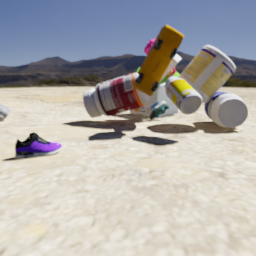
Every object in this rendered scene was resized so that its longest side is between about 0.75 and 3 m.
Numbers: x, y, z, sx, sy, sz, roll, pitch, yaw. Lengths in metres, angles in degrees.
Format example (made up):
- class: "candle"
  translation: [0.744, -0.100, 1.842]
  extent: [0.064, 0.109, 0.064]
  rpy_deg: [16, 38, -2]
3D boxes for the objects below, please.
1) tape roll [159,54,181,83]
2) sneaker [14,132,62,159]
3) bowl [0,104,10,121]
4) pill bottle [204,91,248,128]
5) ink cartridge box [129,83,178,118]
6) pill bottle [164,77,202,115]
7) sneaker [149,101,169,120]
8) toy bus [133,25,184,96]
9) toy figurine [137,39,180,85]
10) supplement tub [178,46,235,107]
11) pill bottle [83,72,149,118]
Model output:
- class: "tape roll"
  translation: [1.513, -2.486, 11.622]
  extent: [0.524, 1.499, 1.499]
  rpy_deg: [44, 14, 0]
- class: "sneaker"
  translation: [-2.318, 0.411, 7.293]
  extent: [1.242, 0.618, 0.432]
  rpy_deg: [-9, 13, -35]
- class: "bowl"
  translation: [-5.833, -0.603, 12.558]
  extent: [1.013, 0.476, 1.013]
  rpy_deg: [-11, -30, -6]
- class: "pill bottle"
  translation: [3.967, -0.755, 11.460]
  extent: [1.362, 1.362, 2.354]
  rpy_deg: [1, 11, 5]
- class: "ink cartridge box"
  translation: [1.288, -1.543, 14.637]
  extent: [1.591, 1.619, 2.199]
  rpy_deg: [-14, 18, -38]
- class: "pill bottle"
  translation: [1.771, -1.127, 9.351]
  extent: [0.792, 0.792, 1.449]
  rpy_deg: [-5, 39, -23]
- class: "sneaker"
  translation: [1.453, -0.766, 13.028]
  extent: [1.121, 0.435, 0.511]
  rpy_deg: [-45, 49, -8]
- class: "toy bus"
  translation: [1.046, -2.434, 10.237]
  extent: [0.806, 2.477, 0.970]
  rpy_deg: [27, 8, -14]
- class: "toy figurine"
  translation: [1.434, -3.057, 12.533]
  extent: [2.075, 1.910, 1.558]
  rpy_deg: [10, 52, 7]
- class: "supplement tub"
  translation: [3.052, -2.033, 11.480]
  extent: [1.619, 2.227, 1.619]
  rpy_deg: [38, 11, -9]
- class: "pill bottle"
  translation: [-0.526, -1.343, 12.141]
  extent: [2.615, 1.493, 1.493]
  rpy_deg: [-15, 6, 17]
